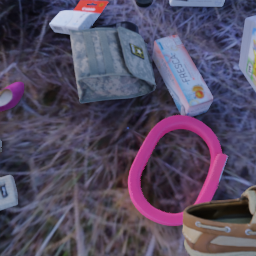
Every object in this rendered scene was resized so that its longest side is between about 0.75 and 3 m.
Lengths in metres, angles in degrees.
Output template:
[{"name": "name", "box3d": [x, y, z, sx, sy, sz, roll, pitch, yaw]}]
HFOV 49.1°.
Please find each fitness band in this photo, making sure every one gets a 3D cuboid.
[{"name": "fitness band", "box3d": [1.165, 0.940, 6.668, 1.962, 0.511, 2.733, 24, 67, 14]}]

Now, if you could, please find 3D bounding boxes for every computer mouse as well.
[{"name": "computer mouse", "box3d": [-0.562, -2.724, 8.371, 1.824, 0.481, 1.263, 0, 65, 12]}]

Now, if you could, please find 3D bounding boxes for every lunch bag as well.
[{"name": "lunch bag", "box3d": [-0.374, -1.722, 7.463, 2.111, 1.241, 1.731, -7, 63, -10]}]

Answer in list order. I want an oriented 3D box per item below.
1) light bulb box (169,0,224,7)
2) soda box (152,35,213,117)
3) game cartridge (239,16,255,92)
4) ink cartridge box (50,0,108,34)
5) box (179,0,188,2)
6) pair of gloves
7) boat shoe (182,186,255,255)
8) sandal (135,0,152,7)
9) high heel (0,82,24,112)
[{"name": "light bulb box", "box3d": [2.242, -5.773, 8.403, 1.783, 2.858, 2.833, 0, 65, 0]}, {"name": "soda box", "box3d": [1.400, -1.399, 7.549, 0.710, 0.763, 2.232, -18, 67, -8]}, {"name": "game cartridge", "box3d": [1.836, -0.892, 3.706, 0.275, 0.905, 1.357, -7, 43, 0]}, {"name": "ink cartridge box", "box3d": [-1.480, -3.481, 8.504, 1.216, 0.359, 1.519, 19, 68, 31]}, {"name": "box", "box3d": [-0.201, -2.783, 4.707, 2.862, 2.883, 0.716, 7, 109, 4]}, {"name": "pair of gloves", "box3d": [-3.865, 1.135, 6.594, 2.061, 0.425, 2.424, -24, 70, -14]}, {"name": "boat shoe", "box3d": [1.921, 1.328, 3.987, 2.369, 0.896, 0.875, -15, 104, 10]}, {"name": "sandal", "box3d": [0.455, -4.857, 9.304, 0.714, 0.454, 1.899, -10, 66, -4]}, {"name": "high heel", "box3d": [-3.418, -0.760, 7.245, 0.553, 0.788, 1.643, 41, 72, 17]}]
